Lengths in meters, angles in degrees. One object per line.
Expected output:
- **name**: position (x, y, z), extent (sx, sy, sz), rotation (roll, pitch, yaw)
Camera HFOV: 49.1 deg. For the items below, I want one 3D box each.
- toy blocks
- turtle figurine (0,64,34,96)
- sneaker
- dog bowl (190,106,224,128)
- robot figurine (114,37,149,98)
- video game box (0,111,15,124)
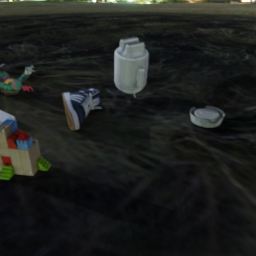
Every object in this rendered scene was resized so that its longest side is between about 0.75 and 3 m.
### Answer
- **toy blocks**: position (-3.431, 0.463, 7.825), extent (2.271, 1.552, 1.135), rotation (6, 29, 10)
- **turtle figurine**: position (-5.569, -2.184, 13.000), extent (2.722, 1.371, 2.038), rotation (6, 12, 42)
- **sneaker**: position (-1.678, -0.819, 10.839), extent (1.510, 0.976, 2.784), rotation (-10, 27, -14)
- **dog bowl**: position (2.999, -0.427, 10.735), extent (1.280, 0.375, 1.280), rotation (0, 28, 0)
- **robot figurine**: position (0.124, -2.592, 12.313), extent (1.457, 2.581, 2.189), rotation (-14, 45, -19)
- **video game box**: position (-5.159, -0.253, 10.466), extent (1.394, 0.326, 1.270), rotation (20, 32, 33)
